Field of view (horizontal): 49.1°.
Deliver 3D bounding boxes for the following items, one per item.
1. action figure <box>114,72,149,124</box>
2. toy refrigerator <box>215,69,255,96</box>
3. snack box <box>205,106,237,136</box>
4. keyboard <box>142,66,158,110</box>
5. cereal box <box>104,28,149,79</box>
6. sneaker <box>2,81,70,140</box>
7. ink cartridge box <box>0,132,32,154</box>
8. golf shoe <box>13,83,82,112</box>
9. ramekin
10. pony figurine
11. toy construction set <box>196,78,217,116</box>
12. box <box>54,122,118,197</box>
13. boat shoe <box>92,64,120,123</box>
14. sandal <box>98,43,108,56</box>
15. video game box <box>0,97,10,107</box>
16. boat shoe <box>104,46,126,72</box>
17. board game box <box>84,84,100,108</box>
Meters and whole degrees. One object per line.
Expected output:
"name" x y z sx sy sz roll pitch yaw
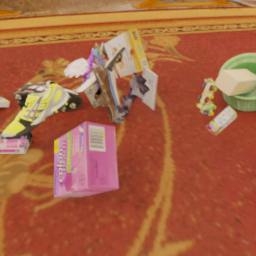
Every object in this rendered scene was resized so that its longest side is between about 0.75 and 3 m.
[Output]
"action figure" -0.010 -0.654 7.018 0.482 1.388 0.903 26 33 -14
"toy refrigerator" 4.260 -1.776 10.927 2.040 0.714 0.775 -13 50 -44
"snack box" 2.511 -0.162 7.496 0.293 0.786 1.105 48 14 17
"keyboard" 0.772 -1.386 10.261 0.121 2.276 0.641 -38 69 -15
"cereal box" -0.116 -2.758 10.681 0.410 1.492 2.074 -26 13 -27
"sneaker" -2.947 -0.541 8.657 2.332 0.891 0.879 -40 23 -10
"ink cartridge box" -4.409 0.524 9.802 1.873 0.347 0.887 -2 37 1
"golf shoe" -3.243 -1.440 11.641 2.848 1.099 1.254 5 44 6
"ramekin" 4.964 -1.812 11.529 2.342 1.144 2.342 -9 57 15
"pony figurine" -1.414 -2.341 11.970 2.154 2.231 1.858 -41 55 5
"toy construction set" 2.614 -1.044 9.071 0.577 1.252 0.821 8 0 41
"box" -1.163 0.906 7.311 0.879 1.819 1.600 10 67 -36
"boat shoe" -0.848 -1.219 10.524 0.832 2.298 0.830 -14 19 -13
"sandal" -0.538 -4.537 16.129 2.902 0.792 1.186 31 46 34
"video game box" -5.853 -1.163 11.597 1.214 0.312 1.332 21 14 29
"boat shoe" -0.370 -2.250 9.168 0.312 0.369 1.036 38 69 -5
"board game box" -1.291 -1.245 10.980 0.567 0.842 0.123 -27 29 2
